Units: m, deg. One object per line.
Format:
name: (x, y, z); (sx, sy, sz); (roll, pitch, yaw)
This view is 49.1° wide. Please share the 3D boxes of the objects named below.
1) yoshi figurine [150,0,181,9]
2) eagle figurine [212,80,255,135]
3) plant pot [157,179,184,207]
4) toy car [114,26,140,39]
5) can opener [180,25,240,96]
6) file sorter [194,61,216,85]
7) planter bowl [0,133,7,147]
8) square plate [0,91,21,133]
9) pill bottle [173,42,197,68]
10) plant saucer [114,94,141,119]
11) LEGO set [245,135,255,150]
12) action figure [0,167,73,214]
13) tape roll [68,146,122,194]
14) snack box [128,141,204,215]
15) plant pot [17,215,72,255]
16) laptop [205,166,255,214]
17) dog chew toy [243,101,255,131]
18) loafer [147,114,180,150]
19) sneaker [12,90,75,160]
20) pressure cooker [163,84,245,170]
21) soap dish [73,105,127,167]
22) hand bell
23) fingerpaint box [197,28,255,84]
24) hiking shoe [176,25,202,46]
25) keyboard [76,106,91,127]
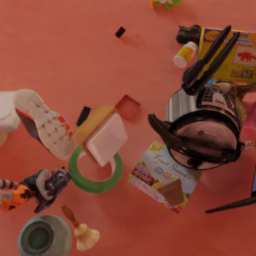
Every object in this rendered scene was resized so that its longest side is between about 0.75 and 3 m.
yoshi figurine: (1.870, -6.135, 13.308); (1.567, 0.881, 0.878); (-10, 81, -8)
eagle figurine: (3.880, -1.178, 9.735); (2.120, 2.132, 2.810); (-19, 31, -13)
plant pot: (1.339, 1.978, 8.388); (0.775, 0.775, 0.675); (-22, 77, -10)
toy car: (-0.037, -4.194, 12.719); (1.094, 0.537, 0.364); (23, 21, -7)
can opener: (2.470, -1.968, 8.317); (0.779, 0.967, 2.459); (43, 86, -5)
file sorter: (3.491, -2.502, 11.515); (1.453, 0.891, 1.008); (-28, 67, -12)
planter bowl: (-5.153, 0.171, 9.955); (1.378, 0.927, 1.378); (0, 90, -2)
square plate: (-5.180, -0.670, 10.261); (2.696, 0.383, 2.671); (-3, 36, -3)
pill bottle: (2.466, -3.133, 11.956); (0.614, 0.614, 1.105); (32, 69, 14)
plant saucer: (-0.026, -0.831, 11.137); (0.817, 0.150, 0.815); (35, 70, 16)
LEGO set: (4.032, 0.408, 8.452); (1.017, 0.388, 0.417); (-5, 86, 16)
action figure: (-2.684, 1.612, 7.970); (2.490, 2.574, 1.346); (-14, 66, -49)
tape roll: (-1.124, 1.322, 9.654); (1.833, 0.440, 1.833); (9, 53, -12)
snack box: (1.286, 1.617, 9.504); (2.012, 0.681, 1.697); (33, 55, 14)
plant pot: (-2.637, 3.433, 8.574); (1.662, 1.113, 1.662); (1, 64, -1)
laptop: (3.800, 1.456, 8.489); (2.765, 2.451, 1.428); (-12, 70, -14)
dog chew toy: (5.143, -0.433, 10.001); (2.645, 1.647, 1.647); (8, 61, 37)
loafer: (0.994, 0.027, 7.671); (0.425, 0.435, 1.192); (-42, 75, 19)
sneaker: (-2.705, -0.005, 9.007); (1.049, 1.115, 2.722); (-29, 72, -37)
pressure cooker: (2.375, 0.093, 9.107); (2.321, 2.357, 2.639); (-19, 34, 23)
soap dish: (-0.855, 0.275, 9.004); (0.797, 1.963, 1.544); (35, 74, 23)
hand bell: (-1.304, 2.391, 7.021); (0.661, 0.661, 1.270); (-33, 110, -14)
fingerpaint box: (3.514, -2.532, 9.839); (2.060, 1.718, 0.755); (7, 20, 6)
hiking shoe: (3.155, -4.158, 12.362); (1.987, 0.752, 1.000); (11, 69, 6)
keyboard: (-1.640, -0.389, 10.803); (0.542, 0.088, 0.853); (21, 83, 11)
